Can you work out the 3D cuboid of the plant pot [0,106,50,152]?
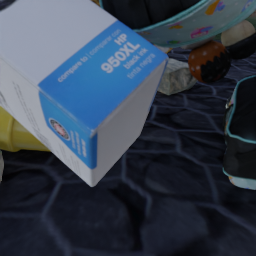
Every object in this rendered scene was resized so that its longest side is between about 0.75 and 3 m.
[{"bbox_3d":[-1.986,-0.125,6.046,1.430,1.520,1.520,17,26,-2],"label":"plant pot"}]

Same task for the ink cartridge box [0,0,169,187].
[{"bbox_3d":[-0.904,-0.619,2.883,2.272,1.643,0.957,39,68,10],"label":"ink cartridge box"}]

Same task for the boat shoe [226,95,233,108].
[{"bbox_3d":[3.196,-0.710,7.937,0.788,0.699,2.108,10,28,20],"label":"boat shoe"}]

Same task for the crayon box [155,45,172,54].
[{"bbox_3d":[0.953,-3.073,7.418,2.711,1.704,0.699,-37,35,18],"label":"crayon box"}]

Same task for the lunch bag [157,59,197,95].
[{"bbox_3d":[1.627,-1.916,10.098,1.692,0.995,1.388,-22,33,-29],"label":"lunch bag"}]

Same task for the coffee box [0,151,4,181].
[{"bbox_3d":[-2.725,0.856,4.838,0.856,0.597,1.497,-7,27,-14],"label":"coffee box"}]

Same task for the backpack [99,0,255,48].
[{"bbox_3d":[0.489,-1.735,2.708,1.630,1.854,1.421,-9,-11,36],"label":"backpack"}]

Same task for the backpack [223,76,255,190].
[{"bbox_3d":[2.740,0.045,5.057,1.970,1.718,2.241,6,48,19],"label":"backpack"}]

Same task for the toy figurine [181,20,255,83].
[{"bbox_3d":[2.230,-2.117,4.530,2.997,2.085,2.951,-14,20,42],"label":"toy figurine"}]

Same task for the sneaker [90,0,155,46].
[{"bbox_3d":[-0.090,-1.879,4.751,1.089,2.906,1.309,26,48,19],"label":"sneaker"}]
